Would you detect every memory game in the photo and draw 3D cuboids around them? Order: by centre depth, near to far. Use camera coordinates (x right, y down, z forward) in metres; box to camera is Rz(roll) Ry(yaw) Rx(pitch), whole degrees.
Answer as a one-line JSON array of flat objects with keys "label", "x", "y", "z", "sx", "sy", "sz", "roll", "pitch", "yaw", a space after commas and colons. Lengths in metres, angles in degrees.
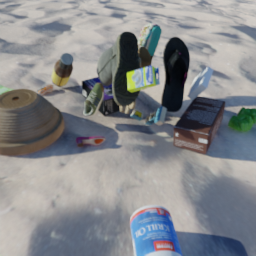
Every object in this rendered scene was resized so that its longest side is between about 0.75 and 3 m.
[{"label": "memory game", "x": -0.001, "y": -1.620, "z": 10.083, "sx": 0.145, "sy": 2.279, "sz": 2.279, "roll": 4, "pitch": 32, "yaw": -21}]

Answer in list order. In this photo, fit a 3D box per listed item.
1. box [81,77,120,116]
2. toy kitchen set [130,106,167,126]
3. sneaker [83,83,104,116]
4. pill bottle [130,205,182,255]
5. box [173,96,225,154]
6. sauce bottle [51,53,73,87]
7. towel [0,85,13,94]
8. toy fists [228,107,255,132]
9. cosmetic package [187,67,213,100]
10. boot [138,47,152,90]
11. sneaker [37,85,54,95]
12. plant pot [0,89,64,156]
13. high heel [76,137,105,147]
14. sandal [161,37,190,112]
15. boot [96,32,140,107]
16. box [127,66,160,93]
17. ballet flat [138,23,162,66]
[{"label": "box", "x": -0.906, "y": -1.445, "z": 11.832, "sx": 1.404, "sy": 0.785, "sz": 1.990, "roll": -18, "pitch": 40, "yaw": -28}, {"label": "toy kitchen set", "x": 0.650, "y": -0.399, "z": 9.521, "sx": 0.816, "sy": 1.019, "sz": 0.600, "roll": 26, "pitch": 60, "yaw": -18}, {"label": "sneaker", "x": -1.266, "y": -0.957, "z": 9.981, "sx": 0.433, "sy": 1.290, "sz": 0.579, "roll": 33, "pitch": 33, "yaw": 20}, {"label": "pill bottle", "x": 0.618, "y": 2.622, "z": 5.906, "sx": 0.992, "sy": 0.992, "sz": 1.768, "roll": -4, "pitch": 36, "yaw": -6}, {"label": "box", "x": 2.557, "y": -0.179, "z": 9.898, "sx": 1.182, "sy": 0.884, "sz": 2.360, "roll": 15, "pitch": 37, "yaw": 26}, {"label": "sauce bottle", "x": -2.775, "y": -2.460, "z": 11.970, "sx": 0.806, "sy": 0.806, "sz": 2.490, "roll": -18, "pitch": -2, "yaw": -24}, {"label": "towel", "x": -6.403, "y": -1.294, "z": 11.941, "sx": 1.925, "sy": 0.396, "sz": 2.580, "roll": 22, "pitch": 41, "yaw": 27}, {"label": "toy fists", "x": 4.408, "y": -0.344, "z": 10.516, "sx": 0.746, "sy": 0.503, "sz": 1.463, "roll": 27, "pitch": 42, "yaw": 32}, {"label": "cosmetic package", "x": 2.679, "y": -1.652, "z": 10.384, "sx": 0.289, "sy": 0.842, "sz": 1.117, "roll": 33, "pitch": 54, "yaw": -6}, {"label": "boot", "x": 0.392, "y": -2.090, "z": 10.163, "sx": 0.556, "sy": 1.450, "sz": 1.126, "roll": -16, "pitch": 2, "yaw": -31}, {"label": "sneaker", "x": -3.749, "y": -1.765, "z": 12.676, "sx": 0.323, "sy": 0.327, "sz": 0.835, "roll": 25, "pitch": 43, "yaw": 38}, {"label": "plant pot", "x": -3.852, "y": -0.465, "z": 9.951, "sx": 2.950, "sy": 1.362, "sz": 2.950, "roll": -1, "pitch": 35, "yaw": 1}, {"label": "high heel", "x": -1.297, "y": 0.368, "z": 9.597, "sx": 0.988, "sy": 0.333, "sz": 0.475, "roll": -8, "pitch": 35, "yaw": -11}, {"label": "sandal", "x": 1.809, "y": -1.941, "z": 10.212, "sx": 1.036, "sy": 2.756, "sz": 0.660, "roll": 2, "pitch": 3, "yaw": -15}, {"label": "boot", "x": -0.508, "y": -1.861, "z": 9.972, "sx": 1.026, "sy": 2.571, "sz": 2.828, "roll": 9, "pitch": -8, "yaw": -25}, {"label": "box", "x": 0.434, "y": -1.434, "z": 8.196, "sx": 0.958, "sy": 0.228, "sz": 0.584, "roll": -11, "pitch": 73, "yaw": 29}, {"label": "ballet flat", "x": 0.558, "y": -3.000, "z": 11.555, "sx": 1.022, "sy": 2.703, "sz": 0.864, "roll": 19, "pitch": 8, "yaw": -45}]
